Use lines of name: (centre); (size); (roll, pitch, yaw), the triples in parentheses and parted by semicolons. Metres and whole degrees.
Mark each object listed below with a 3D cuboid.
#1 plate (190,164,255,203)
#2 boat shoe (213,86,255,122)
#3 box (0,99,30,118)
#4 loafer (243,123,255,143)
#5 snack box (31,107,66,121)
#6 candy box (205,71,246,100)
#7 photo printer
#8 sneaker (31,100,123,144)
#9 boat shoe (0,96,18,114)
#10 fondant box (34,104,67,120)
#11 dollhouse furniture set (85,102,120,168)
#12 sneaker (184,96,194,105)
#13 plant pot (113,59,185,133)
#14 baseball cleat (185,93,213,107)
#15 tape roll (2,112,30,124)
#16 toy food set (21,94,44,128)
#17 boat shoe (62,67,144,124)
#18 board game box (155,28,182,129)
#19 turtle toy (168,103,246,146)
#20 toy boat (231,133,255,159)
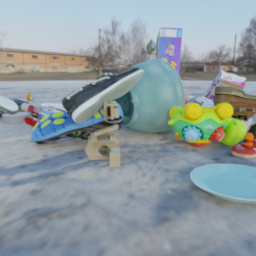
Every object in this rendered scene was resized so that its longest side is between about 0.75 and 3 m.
plate: (1.769, 0.911, 4.561); (1.499, 0.192, 1.499); (0, 13, 0)
boat shoe: (3.308, -0.609, 8.254); (2.413, 0.820, 0.868); (7, 2, -33)
box: (-5.540, -0.800, 11.690); (2.268, 0.579, 1.789); (-10, 17, -38)
loafer: (3.326, 0.146, 7.352); (0.534, 0.522, 1.464); (5, 13, 22)
snack box: (-2.276, -0.308, 9.258); (0.888, 0.300, 2.471); (-13, 22, -41)
candy box: (3.187, -1.308, 9.257); (0.836, 0.374, 1.226); (16, -23, 1)
photo printer: (3.407, -0.512, 9.978); (1.680, 0.701, 2.019); (6, 13, 17)
sneaker: (-1.312, 0.040, 7.264); (2.481, 1.028, 0.880); (-14, 43, 1)
boat shoe: (-5.020, -0.873, 10.611); (2.013, 0.622, 0.733); (23, 16, 16)
fondant box: (-2.689, -0.656, 11.169); (1.791, 0.522, 1.292); (-1, 12, 0)
dollhouse furniture set: (-0.565, 0.086, 6.049); (0.740, 1.177, 1.331); (-1, 11, -4)
sneaker: (2.868, -1.373, 14.610); (0.835, 0.521, 1.559); (-9, 12, -34)
plant pot: (0.330, -0.826, 8.208); (1.478, 2.207, 2.207); (-15, 18, -34)
baseball cleat: (3.415, -1.029, 12.453); (2.103, 0.733, 1.119); (-26, 50, -32)
tape roll: (-4.112, -0.365, 10.296); (0.942, 0.311, 0.942); (0, 11, 0)
toy food set: (-2.688, -0.348, 8.363); (0.584, 1.298, 0.620); (17, 42, 27)
boat shoe: (-0.574, -0.963, 6.718); (2.154, 0.650, 0.815); (-34, -15, -24)
board game box: (1.229, -1.604, 9.357); (0.671, 2.996, 2.014); (3, 9, 2)
turtle toy: (1.981, -0.058, 7.007); (2.033, 1.027, 1.481); (0, 0, -8)
toy boat: (2.717, 0.368, 6.308); (0.797, 0.521, 0.520); (-9, 15, -36)
